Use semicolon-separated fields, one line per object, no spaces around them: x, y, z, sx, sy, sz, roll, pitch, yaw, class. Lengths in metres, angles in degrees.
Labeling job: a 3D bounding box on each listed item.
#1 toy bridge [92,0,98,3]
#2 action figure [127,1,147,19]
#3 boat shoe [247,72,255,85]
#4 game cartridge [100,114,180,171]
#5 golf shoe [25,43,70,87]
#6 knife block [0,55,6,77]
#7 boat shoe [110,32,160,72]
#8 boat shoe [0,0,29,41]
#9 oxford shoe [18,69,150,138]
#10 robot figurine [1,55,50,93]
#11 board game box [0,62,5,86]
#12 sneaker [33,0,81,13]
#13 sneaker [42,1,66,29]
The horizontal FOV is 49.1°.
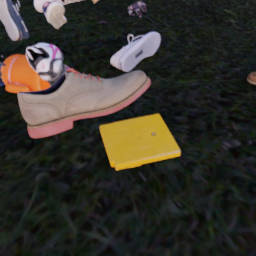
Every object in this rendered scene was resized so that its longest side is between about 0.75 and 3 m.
-0.762;-5.504;11.043;1.661;0.226;0.558;-30;44;20;toy bridge
0.360;-4.478;10.555;0.693;0.370;1.065;-36;35;8;action figure
6.109;-2.279;11.638;2.272;0.773;0.817;-5;42;-5;boat shoe
0.315;0.406;8.971;2.144;0.348;1.890;-12;43;-10;game cartridge
-2.021;-1.720;6.726;0.731;0.928;2.015;-45;43;2;golf shoe
-4.643;-2.030;8.294;0.584;1.603;1.826;23;35;34;knife block
0.250;-3.677;13.132;1.267;1.098;2.972;26;58;31;boat shoe
-4.328;-4.220;10.394;0.644;0.780;2.083;-22;81;-45;boat shoe
-0.856;-0.792;5.993;2.920;1.092;1.029;-25;22;-19;oxford shoe
-3.766;-2.045;10.892;2.534;1.478;1.823;13;84;14;robot figurine
-5.425;-2.307;11.997;1.983;0.343;1.343;-27;48;-27;board game box
-2.069;-4.898;10.002;2.827;1.016;1.024;-27;65;0;sneaker
-2.369;-3.614;8.603;0.628;0.708;1.675;-39;8;-6;sneaker
